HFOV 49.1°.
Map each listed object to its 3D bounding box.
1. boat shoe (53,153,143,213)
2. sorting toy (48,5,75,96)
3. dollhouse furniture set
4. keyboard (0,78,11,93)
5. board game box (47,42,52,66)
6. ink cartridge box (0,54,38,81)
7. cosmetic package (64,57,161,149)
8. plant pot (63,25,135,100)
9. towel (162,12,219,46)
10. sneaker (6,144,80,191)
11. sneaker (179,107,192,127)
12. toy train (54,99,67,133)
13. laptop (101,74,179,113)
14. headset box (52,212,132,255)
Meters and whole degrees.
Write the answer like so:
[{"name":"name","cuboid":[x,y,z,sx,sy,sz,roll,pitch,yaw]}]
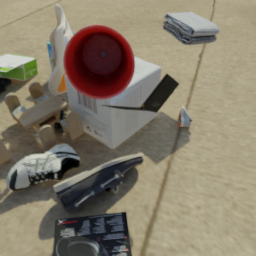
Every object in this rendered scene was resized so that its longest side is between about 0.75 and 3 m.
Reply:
[{"name":"boat shoe","cuboid":[-0.697,1.556,8.310,2.931,1.065,0.919,-19,85,-30]},{"name":"sorting toy","cuboid":[-2.314,-2.957,10.070,1.403,2.363,2.625,-6,56,-4]},{"name":"dollhouse furniture set","cuboid":[-3.574,-0.450,9.410,2.997,1.950,2.753,-33,48,-26]},{"name":"keyboard","cuboid":[-6.030,-1.803,12.556,1.045,0.398,2.008,12,42,12]},{"name":"board game box","cuboid":[-2.594,-2.987,12.973,2.263,1.721,0.509,16,42,20]},{"name":"ink cartridge box","cuboid":[-5.556,-2.676,12.998,1.655,0.848,2.240,11,31,13]},{"name":"cosmetic package","cuboid":[-0.478,-1.130,10.275,2.234,2.220,2.669,29,48,31]},{"name":"plant pot","cuboid":[-0.576,-1.480,6.007,1.442,1.442,1.276,-1,23,-1]},{"name":"towel","cuboid":[2.442,-3.927,11.174,1.538,0.795,1.857,-17,46,-31]},{"name":"sneaker","cuboid":[-2.481,1.257,8.434,2.266,0.857,0.993,-31,49,-32]},{"name":"sneaker","cuboid":[2.239,-0.396,10.900,0.480,0.395,1.044,10,47,1]},{"name":"toy train","cuboid":[-2.693,-0.516,11.049,0.465,0.346,2.029,-15,41,1]},{"name":"laptop","cuboid":[0.381,-0.896,7.477,0.945,1.631,1.527,41,13,15]},{"name":"headset box","cuboid":[-0.746,3.135,6.089,1.737,0.877,2.337,-5,39,-6]}]
